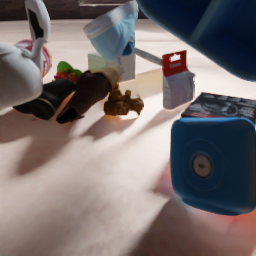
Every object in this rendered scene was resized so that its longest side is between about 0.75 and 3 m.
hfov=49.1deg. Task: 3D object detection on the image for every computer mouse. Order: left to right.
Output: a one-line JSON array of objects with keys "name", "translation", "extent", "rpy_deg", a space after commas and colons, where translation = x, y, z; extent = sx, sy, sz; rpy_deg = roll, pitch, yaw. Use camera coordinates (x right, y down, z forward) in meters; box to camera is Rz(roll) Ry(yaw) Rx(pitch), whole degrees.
[{"name": "computer mouse", "translation": [-2.645, -3.589, 8.126], "extent": [0.588, 2.682, 1.471], "rpy_deg": [-7, 42, -11]}]

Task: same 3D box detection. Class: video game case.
[{"name": "video game case", "translation": [1.191, -2.769, 11.456], "extent": [2.342, 0.295, 2.573], "rpy_deg": [16, 17, -27]}]

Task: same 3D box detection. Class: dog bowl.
[{"name": "dog bowl", "translation": [1.264, -1.690, 3.611], "extent": [2.936, 1.636, 0.728], "rpy_deg": [39, 36, 13]}]

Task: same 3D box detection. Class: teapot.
[{"name": "teapot", "translation": [-1.990, -0.853, 4.206], "extent": [1.282, 0.949, 1.299], "rpy_deg": [-2, 23, 16]}]

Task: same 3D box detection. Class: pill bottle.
[{"name": "pill bottle", "translation": [-3.680, -2.161, 9.783], "extent": [1.539, 1.539, 2.696], "rpy_deg": [-1, 25, -1]}]

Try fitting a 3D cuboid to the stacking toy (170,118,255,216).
[{"name": "stacking toy", "translation": [1.976, 0.464, 4.812], "extent": [2.505, 1.375, 1.454], "rpy_deg": [-6, 5, -41]}]

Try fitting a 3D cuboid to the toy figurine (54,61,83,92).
[{"name": "toy figurine", "translation": [-2.278, -1.356, 8.853], "extent": [1.469, 1.103, 1.352], "rpy_deg": [14, 40, 40]}]

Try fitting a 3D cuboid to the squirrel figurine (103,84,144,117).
[{"name": "squirrel figurine", "translation": [-0.103, -0.589, 7.595], "extent": [0.970, 0.735, 1.039], "rpy_deg": [22, 44, 14]}]

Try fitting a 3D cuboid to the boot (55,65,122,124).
[{"name": "boot", "translation": [-1.348, -0.855, 7.714], "extent": [2.362, 0.854, 1.964], "rpy_deg": [-15, 28, 54]}]

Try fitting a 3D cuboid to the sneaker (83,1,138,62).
[{"name": "sneaker", "translation": [-0.234, -2.245, 6.656], "extent": [0.954, 1.058, 2.581], "rpy_deg": [-14, 26, 29]}]

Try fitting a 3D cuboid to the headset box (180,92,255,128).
[{"name": "headset box", "translation": [2.098, -0.120, 6.349], "extent": [1.484, 0.770, 1.994], "rpy_deg": [12, 29, 24]}]

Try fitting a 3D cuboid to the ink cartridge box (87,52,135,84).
[{"name": "ink cartridge box", "translation": [-0.627, -2.329, 10.659], "extent": [1.504, 1.088, 1.107], "rpy_deg": [-22, 33, -38]}]

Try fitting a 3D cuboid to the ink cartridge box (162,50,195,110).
[{"name": "ink cartridge box", "translation": [1.498, -1.426, 8.220], "extent": [0.438, 1.536, 1.249], "rpy_deg": [22, 33, 39]}]

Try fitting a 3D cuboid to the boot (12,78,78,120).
[{"name": "boot", "translation": [-2.521, -1.042, 7.933], "extent": [1.977, 0.766, 1.367], "rpy_deg": [24, 53, 19]}]
